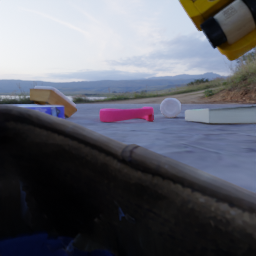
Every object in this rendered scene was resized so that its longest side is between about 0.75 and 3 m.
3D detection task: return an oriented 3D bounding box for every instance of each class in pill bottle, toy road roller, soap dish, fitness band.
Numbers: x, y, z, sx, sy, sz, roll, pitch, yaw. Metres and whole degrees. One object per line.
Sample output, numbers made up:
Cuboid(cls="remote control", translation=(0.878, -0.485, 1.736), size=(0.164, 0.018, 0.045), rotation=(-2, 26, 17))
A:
Cuboid(cls="pill bottle", translation=(1.877, -0.879, 12.133), size=(0.830, 0.830, 1.480), rotation=(1, 5, 13))
Cuboid(cls="toy road roller", translation=(2.825, -3.178, 8.106), size=(1.650, 2.685, 1.960), rotation=(-32, -36, 20))
Cuboid(cls="soap dish", translation=(-3.122, -1.057, 11.637), size=(1.315, 0.679, 1.672), rotation=(8, -20, 33))
Cuboid(cls="fitness band", translation=(-0.075, -0.527, 10.349), size=(1.944, 0.507, 2.707), rotation=(-1, 5, -4))

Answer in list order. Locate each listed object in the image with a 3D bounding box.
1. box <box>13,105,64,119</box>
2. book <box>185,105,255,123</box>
Cuboid(cls="box", translation=(-3.739, -0.583, 10.549), size=(2.839, 0.589, 1.690), rotation=(2, 6, 41))
Cuboid(cls="book", translation=(3.551, -0.449, 9.598), size=(2.675, 0.643, 1.787), rotation=(-3, 4, -13))
